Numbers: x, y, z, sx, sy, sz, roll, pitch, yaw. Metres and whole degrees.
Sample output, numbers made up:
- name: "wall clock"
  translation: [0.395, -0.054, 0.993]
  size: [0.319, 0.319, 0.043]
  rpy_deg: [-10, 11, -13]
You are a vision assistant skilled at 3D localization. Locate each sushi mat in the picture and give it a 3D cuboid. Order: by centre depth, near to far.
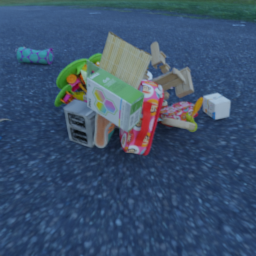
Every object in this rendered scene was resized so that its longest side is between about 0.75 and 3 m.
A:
- name: "sushi mat"
  translation: [-0.391, -1.383, 8.775]
  size: [1.415, 2.957, 0.179]
  rpy_deg: [28, 44, 2]

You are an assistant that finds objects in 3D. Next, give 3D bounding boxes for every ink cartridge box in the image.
- name: "ink cartridge box"
  translation: [-0.603, -0.902, 7.862]
  size: [2.107, 1.094, 0.625]
  rpy_deg: [34, 53, 21]
- name: "ink cartridge box"
  translation: [3.815, -0.942, 12.165]
  size: [0.731, 0.744, 1.011]
  rpy_deg: [-13, 28, -11]

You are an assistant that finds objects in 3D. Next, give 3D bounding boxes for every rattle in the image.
- name: "rattle"
  translation: [1.671, -0.555, 10.282]
  size: [1.821, 1.301, 1.185]
  rpy_deg: [17, 21, 41]

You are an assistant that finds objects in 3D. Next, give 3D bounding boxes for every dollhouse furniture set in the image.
- name: "dollhouse furniture set"
  translation: [1.435, -2.229, 11.324]
  size: [1.340, 2.585, 1.145]
  rpy_deg: [-22, 57, 30]

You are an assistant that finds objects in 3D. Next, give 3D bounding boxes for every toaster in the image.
- name: "toaster"
  translation: [-1.559, -0.155, 10.434]
  size: [1.573, 1.423, 0.934]
  rpy_deg: [17, 38, 27]

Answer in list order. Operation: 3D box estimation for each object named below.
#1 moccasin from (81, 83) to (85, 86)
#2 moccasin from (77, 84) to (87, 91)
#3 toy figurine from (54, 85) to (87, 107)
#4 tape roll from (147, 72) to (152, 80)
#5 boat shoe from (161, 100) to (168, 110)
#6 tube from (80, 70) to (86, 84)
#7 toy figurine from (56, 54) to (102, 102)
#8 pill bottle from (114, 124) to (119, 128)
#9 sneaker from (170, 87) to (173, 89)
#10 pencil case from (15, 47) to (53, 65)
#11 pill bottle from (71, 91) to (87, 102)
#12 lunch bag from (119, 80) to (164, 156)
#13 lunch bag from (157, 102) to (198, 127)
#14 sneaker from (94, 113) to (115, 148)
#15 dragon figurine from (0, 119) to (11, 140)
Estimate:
- name: "moccasin"
  translation: [-2.638, -2.299, 14.916]
  size: [1.179, 0.431, 0.455]
  rpy_deg: [7, 22, -6]
- name: "moccasin"
  translation: [-2.078, -1.956, 13.398]
  size: [0.841, 0.325, 0.308]
  rpy_deg: [-11, 0, -28]
- name: "toy figurine"
  translation: [-2.115, -0.939, 11.502]
  size: [1.303, 1.063, 1.415]
  rpy_deg: [34, -3, 3]
- name: "tape roll"
  translation: [0.001, -2.322, 14.476]
  size: [2.457, 0.859, 2.457]
  rpy_deg: [1, 32, 0]
- name: "boat shoe"
  translation: [1.301, -1.264, 13.022]
  size: [0.659, 0.580, 1.853]
  rpy_deg: [-12, 32, -15]
- name: "tube"
  translation: [-1.203, -1.614, 10.894]
  size: [0.682, 0.762, 2.625]
  rpy_deg: [12, 11, -34]
- name: "toy figurine"
  translation: [-1.466, -1.716, 12.363]
  size: [2.514, 1.888, 2.314]
  rpy_deg: [-36, 77, -13]
- name: "pill bottle"
  translation: [-0.355, -0.495, 11.212]
  size: [1.773, 1.005, 1.005]
  rpy_deg: [9, 31, -4]
- name: "sneaker"
  translation: [2.313, -2.387, 14.992]
  size: [0.305, 0.437, 0.878]
  rpy_deg: [15, 34, 23]
- name: "pencil case"
  translation: [-6.059, -4.697, 18.193]
  size: [2.293, 1.060, 0.976]
  rpy_deg: [7, -5, 8]
- name: "pill bottle"
  translation: [-2.438, -1.412, 13.236]
  size: [1.050, 0.574, 0.574]
  rpy_deg: [-8, 32, -17]
- name: "lunch bag"
  translation: [0.393, -0.371, 9.295]
  size: [0.986, 2.407, 2.120]
  rpy_deg: [10, 16, -12]
- name: "lunch bag"
  translation: [1.979, -0.627, 11.719]
  size: [1.525, 0.625, 1.343]
  rpy_deg: [-22, 23, -21]
- name: "sneaker"
  translation: [-0.745, -0.173, 9.431]
  size: [0.608, 1.704, 0.681]
  rpy_deg: [22, 32, 9]
- name: "dragon figurine"
  translation: [-5.182, 0.221, 10.569]
  size: [0.583, 0.985, 1.981]
  rpy_deg: [3, 12, 7]
